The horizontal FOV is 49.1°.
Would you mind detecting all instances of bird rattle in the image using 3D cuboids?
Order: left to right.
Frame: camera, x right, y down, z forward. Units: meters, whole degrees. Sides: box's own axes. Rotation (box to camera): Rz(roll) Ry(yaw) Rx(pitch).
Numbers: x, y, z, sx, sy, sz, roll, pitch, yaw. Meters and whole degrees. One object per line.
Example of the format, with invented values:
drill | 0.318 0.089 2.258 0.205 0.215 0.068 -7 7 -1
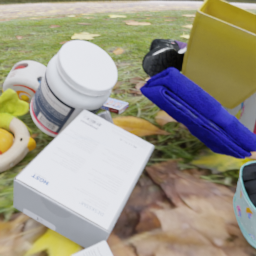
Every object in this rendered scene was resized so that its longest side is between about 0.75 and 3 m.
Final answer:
bird rattle | -3.881 0.253 7.632 2.336 1.614 2.866 38 49 27

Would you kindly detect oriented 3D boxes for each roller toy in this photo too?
roller toy | -3.333 -1.364 9.455 1.677 1.529 1.172 19 51 -11

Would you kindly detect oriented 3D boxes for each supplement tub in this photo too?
supplement tub | -1.546 -0.958 7.709 1.750 2.494 1.750 18 53 -25

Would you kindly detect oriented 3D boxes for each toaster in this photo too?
toaster | -0.722 -0.236 8.710 0.436 0.495 0.767 -19 3 3

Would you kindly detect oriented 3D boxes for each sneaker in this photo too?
sneaker | 1.011 -2.241 8.826 1.244 1.076 2.842 33 32 22

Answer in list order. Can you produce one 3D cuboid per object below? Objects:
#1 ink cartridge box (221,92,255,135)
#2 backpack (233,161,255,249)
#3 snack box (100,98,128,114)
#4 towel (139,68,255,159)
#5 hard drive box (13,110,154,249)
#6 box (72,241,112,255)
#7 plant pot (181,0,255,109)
ink cartridge box | 4.240 -0.873 9.412 1.489 1.482 2.049 -20 35 -31
backpack | 3.034 1.512 5.206 2.060 1.579 1.811 7 36 1
snack box | -0.925 -0.955 10.808 1.815 0.221 0.653 17 34 27
towel | 1.686 -0.252 7.191 2.925 0.725 2.160 37 -9 -11
hard drive box | -0.817 0.975 5.995 1.957 0.964 2.511 27 40 8
box | -0.411 2.471 4.162 0.656 1.004 0.998 -16 34 -22
plant pot | 2.752 -1.996 7.813 2.415 2.130 2.415 25 38 6
